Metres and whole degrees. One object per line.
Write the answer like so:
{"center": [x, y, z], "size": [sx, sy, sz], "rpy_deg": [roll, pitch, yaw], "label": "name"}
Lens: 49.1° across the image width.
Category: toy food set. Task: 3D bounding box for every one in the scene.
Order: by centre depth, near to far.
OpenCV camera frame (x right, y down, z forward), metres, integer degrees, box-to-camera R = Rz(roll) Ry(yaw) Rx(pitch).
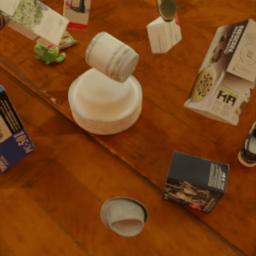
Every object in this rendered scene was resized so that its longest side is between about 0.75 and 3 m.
{"center": [-2.931, -4.005, 12.444], "size": [0.882, 0.371, 1.229], "rpy_deg": [-28, 59, -19], "label": "toy food set"}

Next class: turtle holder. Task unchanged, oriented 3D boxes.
{"center": [-3.221, -3.191, 11.558], "size": [1.156, 0.878, 0.821], "rpy_deg": [13, 55, 10], "label": "turtle holder"}

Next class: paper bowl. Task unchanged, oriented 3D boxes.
{"center": [-0.796, -1.143, 9.840], "size": [2.562, 1.332, 2.562], "rpy_deg": [0, 53, 1], "label": "paper bowl"}

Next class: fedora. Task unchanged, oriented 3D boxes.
{"center": [-0.063, 1.712, 5.178], "size": [0.900, 0.796, 0.406], "rpy_deg": [15, 18, -10], "label": "fedora"}

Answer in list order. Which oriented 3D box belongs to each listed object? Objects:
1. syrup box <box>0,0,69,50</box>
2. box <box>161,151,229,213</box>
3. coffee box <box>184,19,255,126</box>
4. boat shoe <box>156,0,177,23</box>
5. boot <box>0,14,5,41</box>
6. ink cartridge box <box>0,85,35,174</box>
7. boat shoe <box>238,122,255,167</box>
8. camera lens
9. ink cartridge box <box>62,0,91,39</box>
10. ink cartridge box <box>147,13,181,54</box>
{"center": [-2.690, -2.939, 7.340], "size": [2.039, 0.830, 0.803], "rpy_deg": [26, 83, -31], "label": "syrup box"}
{"center": [1.786, 1.537, 7.752], "size": [1.472, 1.616, 0.841], "rpy_deg": [15, 57, 11], "label": "box"}
{"center": [2.677, -1.461, 7.551], "size": [0.989, 1.400, 2.478], "rpy_deg": [22, 95, -18], "label": "coffee box"}
{"center": [0.839, -2.619, 6.185], "size": [0.392, 0.361, 1.098], "rpy_deg": [-4, 53, -2], "label": "boat shoe"}
{"center": [-3.456, -2.473, 6.823], "size": [2.066, 0.772, 1.001], "rpy_deg": [1, 18, 29], "label": "boot"}
{"center": [-3.745, 0.096, 7.991], "size": [1.353, 2.878, 0.636], "rpy_deg": [-39, 63, -24], "label": "ink cartridge box"}
{"center": [4.390, 0.259, 9.214], "size": [0.857, 0.700, 2.320], "rpy_deg": [36, 62, 23], "label": "boat shoe"}
{"center": [-0.460, -1.896, 7.589], "size": [1.233, 0.986, 0.986], "rpy_deg": [34, 61, 8], "label": "camera lens"}
{"center": [-1.697, -4.337, 9.387], "size": [0.830, 2.469, 1.434], "rpy_deg": [5, 52, -14], "label": "ink cartridge box"}
{"center": [1.061, -2.761, 8.151], "size": [0.475, 0.828, 1.140], "rpy_deg": [7, 37, 35], "label": "ink cartridge box"}
